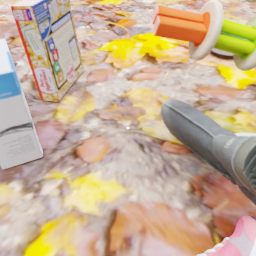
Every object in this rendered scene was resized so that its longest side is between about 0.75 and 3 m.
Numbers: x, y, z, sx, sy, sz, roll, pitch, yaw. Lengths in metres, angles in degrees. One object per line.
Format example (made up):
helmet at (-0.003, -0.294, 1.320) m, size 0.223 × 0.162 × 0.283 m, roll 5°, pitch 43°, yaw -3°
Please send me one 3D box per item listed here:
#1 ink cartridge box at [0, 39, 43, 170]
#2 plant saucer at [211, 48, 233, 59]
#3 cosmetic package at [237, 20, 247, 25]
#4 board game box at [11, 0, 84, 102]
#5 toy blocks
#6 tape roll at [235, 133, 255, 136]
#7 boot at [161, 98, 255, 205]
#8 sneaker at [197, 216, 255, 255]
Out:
ink cartridge box at (-2.641, -0.485, 5.932) m, size 0.921 × 2.199 × 1.595 m, roll -18°, pitch 43°, yaw -18°
plant saucer at (3.666, -2.910, 10.427) m, size 1.442 × 0.248 × 1.442 m, roll 0°, pitch 40°, yaw 0°
cosmetic package at (5.286, -4.076, 11.625) m, size 1.454 × 0.517 × 0.765 m, roll 4°, pitch 40°, yaw 5°
board game box at (-2.084, -2.352, 7.876) m, size 0.599 × 2.586 × 1.959 m, roll 5°, pitch 38°, yaw 15°
toy blocks at (1.009, -2.348, 4.668) m, size 2.775 × 2.313 × 1.008 m, roll 11°, pitch -5°, yaw -12°
tape roll at (2.724, 0.609, 6.140) m, size 1.354 × 0.247 × 1.354 m, roll 0°, pitch 40°, yaw 0°
boot at (1.914, 0.634, 5.363) m, size 1.019 × 2.554 × 2.809 m, roll -41°, pitch 21°, yaw -8°
sneaker at (1.203, 2.043, 3.894) m, size 1.044 × 0.887 × 2.407 m, roll 21°, pitch 44°, yaw 25°
